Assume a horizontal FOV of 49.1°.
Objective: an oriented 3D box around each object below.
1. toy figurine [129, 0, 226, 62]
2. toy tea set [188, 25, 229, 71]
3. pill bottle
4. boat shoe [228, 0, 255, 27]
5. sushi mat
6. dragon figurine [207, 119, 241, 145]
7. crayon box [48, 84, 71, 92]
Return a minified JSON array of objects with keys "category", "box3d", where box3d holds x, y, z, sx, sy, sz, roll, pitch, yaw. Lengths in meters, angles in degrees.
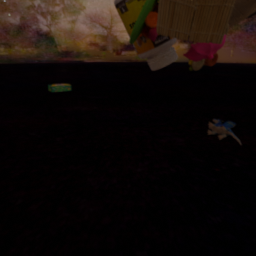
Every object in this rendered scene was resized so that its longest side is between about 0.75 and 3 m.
[{"category":"toy figurine","box3d":[1.504,-2.702,7.122,2.148,2.334,1.752,28,-7,-2]},{"category":"toy tea set","box3d":[2.470,-2.876,8.962,1.240,2.085,0.772,-9,37,-37]},{"category":"pill bottle","box3d":[0.640,-3.078,8.671,1.329,2.433,1.329,-25,17,8]},{"category":"boat shoe","box3d":[3.918,-3.954,9.105,2.333,0.839,0.756,-33,-19,33]},{"category":"sushi mat","box3d":[1.223,-2.631,4.598,1.347,2.816,0.170,13,56,9]},{"category":"dragon figurine","box3d":[2.650,0.052,7.601,0.700,0.414,1.407,-10,17,-30]},{"category":"crayon box","box3d":[-3.821,-2.235,15.649,1.144,0.333,0.679,-9,18,-29]}]
